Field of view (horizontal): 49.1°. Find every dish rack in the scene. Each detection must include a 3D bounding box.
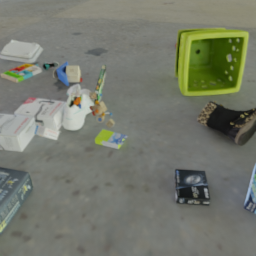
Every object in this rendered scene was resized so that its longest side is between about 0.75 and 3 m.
[{"bbox_3d":[-6.550,-4.756,17.118,2.195,0.478,1.884,8,46,3],"label":"dish rack"}]

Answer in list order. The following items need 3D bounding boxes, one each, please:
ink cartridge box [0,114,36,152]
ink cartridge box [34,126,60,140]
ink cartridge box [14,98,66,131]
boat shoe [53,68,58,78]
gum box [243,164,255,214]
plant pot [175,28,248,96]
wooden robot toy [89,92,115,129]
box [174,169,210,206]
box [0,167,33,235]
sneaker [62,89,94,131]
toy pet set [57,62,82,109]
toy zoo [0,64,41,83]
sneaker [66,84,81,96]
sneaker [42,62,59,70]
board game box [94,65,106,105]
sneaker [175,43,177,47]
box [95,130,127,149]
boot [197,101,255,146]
[{"bbox_3d":[-4.520,0.146,10.346,1.815,0.757,1.318,5,36,7],"label":"ink cartridge box"},{"bbox_3d":[-2.874,0.182,10.014,0.558,0.329,0.969,23,-11,-40],"label":"ink cartridge box"},{"bbox_3d":[-3.473,-0.555,11.350,1.719,0.729,1.252,9,39,11],"label":"ink cartridge box"},{"bbox_3d":[-3.547,-3.026,15.068,0.408,0.473,1.301,11,32,20],"label":"boat shoe"},{"bbox_3d":[4.509,1.967,7.955,2.011,0.448,1.709,19,42,22],"label":"gum box"},{"bbox_3d":[3.750,-3.417,13.685,2.868,2.882,2.615,-4,30,-5],"label":"plant pot"},{"bbox_3d":[-0.942,-0.509,8.875,0.581,1.318,0.598,-24,13,17],"label":"wooden robot toy"},{"bbox_3d":[1.913,1.781,8.488,0.960,0.261,1.198,3,36,5],"label":"box"},{"bbox_3d":[-4.325,2.205,7.462,2.320,0.750,2.942,7,36,11],"label":"box"},{"bbox_3d":[-1.987,-1.052,11.696,0.970,1.105,2.758,7,34,3],"label":"sneaker"},{"bbox_3d":[-2.079,-1.573,9.977,0.737,1.295,1.387,-2,60,-5],"label":"toy pet set"},{"bbox_3d":[-5.725,-3.080,15.360,1.308,0.204,1.994,21,40,27],"label":"toy zoo"},{"bbox_3d":[-2.635,-1.601,13.141,0.607,0.516,1.373,-10,29,8],"label":"sneaker"},{"bbox_3d":[-4.415,-3.494,15.763,0.943,0.394,0.570,-1,30,12],"label":"sneaker"},{"bbox_3d":[-1.235,-1.903,12.409,0.206,0.919,1.755,12,49,-3],"label":"board game box"},{"bbox_3d":[3.741,-5.624,18.677,1.417,0.505,0.797,-32,50,-34],"label":"sneaker"},{"bbox_3d":[-0.611,0.426,10.393,1.064,0.254,0.649,13,37,18],"label":"box"},{"bbox_3d":[4.211,-0.496,11.126,2.015,0.979,2.676,28,50,32],"label":"boot"}]
